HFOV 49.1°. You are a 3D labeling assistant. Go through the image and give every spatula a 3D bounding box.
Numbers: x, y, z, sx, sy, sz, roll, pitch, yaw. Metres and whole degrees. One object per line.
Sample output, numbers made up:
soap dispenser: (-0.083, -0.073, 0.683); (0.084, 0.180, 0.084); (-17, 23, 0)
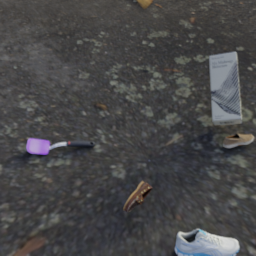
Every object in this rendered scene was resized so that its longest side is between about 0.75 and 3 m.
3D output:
spatula: (-2.329, 0.621, 9.816); (2.355, 0.242, 0.666); (-3, 47, -3)

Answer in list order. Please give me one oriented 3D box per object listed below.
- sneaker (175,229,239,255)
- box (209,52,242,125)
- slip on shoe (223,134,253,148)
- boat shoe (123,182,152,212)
sneaker: (1.978, 2.884, 7.050); (1.603, 0.695, 0.601); (-4, 22, 6)
box: (3.570, -1.406, 10.300); (1.033, 0.859, 2.514); (-6, 77, 22)
slip on shoe: (3.897, 0.377, 9.875); (1.208, 0.366, 0.459); (-13, 23, -12)
boat shoe: (0.291, 1.976, 7.927); (0.380, 0.380, 1.081); (28, 53, 21)
